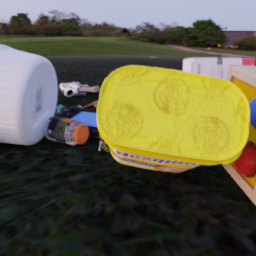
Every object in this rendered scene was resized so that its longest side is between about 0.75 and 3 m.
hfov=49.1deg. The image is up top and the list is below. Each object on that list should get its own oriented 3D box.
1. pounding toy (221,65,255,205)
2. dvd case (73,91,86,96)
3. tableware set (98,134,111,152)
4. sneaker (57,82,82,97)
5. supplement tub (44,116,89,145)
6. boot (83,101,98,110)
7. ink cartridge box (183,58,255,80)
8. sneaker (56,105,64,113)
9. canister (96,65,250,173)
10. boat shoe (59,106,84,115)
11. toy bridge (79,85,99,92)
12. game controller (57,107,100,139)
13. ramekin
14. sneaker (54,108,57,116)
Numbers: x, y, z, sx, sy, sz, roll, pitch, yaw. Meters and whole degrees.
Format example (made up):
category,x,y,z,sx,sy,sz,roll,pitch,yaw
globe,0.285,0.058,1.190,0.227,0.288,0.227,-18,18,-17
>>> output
category,x,y,z,sx,sy,sz,roll,pitch,yaw
pounding toy,2.618,0.083,6.037,1.989,2.576,2.798,2,23,-9
dvd case,-2.878,-1.973,15.650,1.033,0.111,1.389,-3,19,-2
tableware set,-0.222,0.339,7.756,1.182,0.181,0.796,6,51,1
sneaker,-3.214,-1.939,14.628,1.642,0.608,0.727,-5,51,38
supplement tub,-1.825,0.093,8.334,1.222,0.749,0.749,11,21,28
boot,-0.463,-0.782,10.731,2.252,0.830,1.742,-8,7,33
ink cartridge box,3.924,-2.029,12.462,2.887,2.119,1.196,-1,12,-9
sneaker,-2.779,-0.806,11.732,0.853,0.340,0.331,1,18,0
canister,0.619,0.103,5.330,2.178,1.269,2.933,9,-13,1
boat shoe,-2.198,-0.744,11.466,1.327,0.378,0.444,-16,25,-38
toy bridge,-2.585,-2.262,15.832,2.166,0.295,0.728,16,25,42
game controller,-1.119,-0.167,9.279,2.965,0.624,1.547,8,20,26
ramekin,-3.134,-0.851,8.092,1.384,2.840,2.840,10,19,5
sneaker,-3.364,-0.426,10.105,1.674,0.672,0.723,-14,18,13
